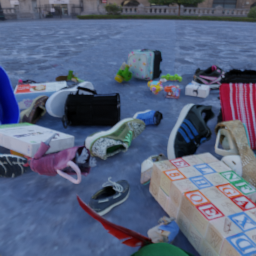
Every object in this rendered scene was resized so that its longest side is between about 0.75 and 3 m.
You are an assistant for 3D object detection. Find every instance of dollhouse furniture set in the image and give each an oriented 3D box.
[{"bbox_3d":[-2.594,-2.600,14.346,0.634,0.486,0.968,5,15,-41],"label":"dollhouse furniture set"}]

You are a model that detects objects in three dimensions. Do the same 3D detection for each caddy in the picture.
[{"bbox_3d":[-4.579,-0.848,8.790,1.418,2.702,1.910,-1,20,40],"label":"caddy"}]

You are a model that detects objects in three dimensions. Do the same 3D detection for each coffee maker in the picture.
[{"bbox_3d":[-1.194,-0.537,9.850,1.872,1.261,1.798,-1,49,2],"label":"coffee maker"}]

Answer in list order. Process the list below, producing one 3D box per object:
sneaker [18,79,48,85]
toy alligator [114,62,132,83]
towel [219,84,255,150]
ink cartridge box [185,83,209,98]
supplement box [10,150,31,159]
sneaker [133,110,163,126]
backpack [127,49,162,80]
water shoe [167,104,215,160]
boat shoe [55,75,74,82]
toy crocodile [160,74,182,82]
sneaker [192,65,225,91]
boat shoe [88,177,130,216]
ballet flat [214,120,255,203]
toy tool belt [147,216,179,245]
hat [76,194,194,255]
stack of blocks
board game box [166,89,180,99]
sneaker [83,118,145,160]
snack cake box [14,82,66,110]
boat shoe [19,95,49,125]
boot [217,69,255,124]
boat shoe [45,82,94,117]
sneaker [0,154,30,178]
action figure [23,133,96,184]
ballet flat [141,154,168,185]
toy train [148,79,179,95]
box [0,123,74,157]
[{"bbox_3d":[-4.548,-2.084,13.477,1.416,0.529,0.571,-9,28,-18],"label":"sneaker"},{"bbox_3d":[-0.125,-2.674,13.848,0.752,0.822,2.772,29,-2,-8],"label":"toy alligator"},{"bbox_3d":[4.297,-0.386,8.607,2.923,2.114,0.329,-1,-11,0],"label":"towel"},{"bbox_3d":[3.192,-1.732,12.906,0.938,0.393,0.680,13,29,25],"label":"ink cartridge box"},{"bbox_3d":[-2.905,0.728,8.009,0.968,0.322,0.333,14,26,24],"label":"supplement box"},{"bbox_3d":[0.740,-0.304,9.887,0.731,0.505,1.315,9,20,35],"label":"sneaker"},{"bbox_3d":[0.747,-3.382,14.919,1.397,1.602,1.823,-17,27,-38],"label":"backpack"},{"bbox_3d":[1.748,0.196,7.573,0.933,0.845,2.365,-4,48,34],"label":"water shoe"},{"bbox_3d":[-3.353,-2.617,14.853,1.011,0.365,0.364,-18,2,-14],"label":"boat shoe"},{"bbox_3d":[2.287,-2.651,14.903,1.139,0.352,0.385,5,27,20],"label":"toy crocodile"},{"bbox_3d":[4.365,-2.467,13.571,2.630,1.135,1.056,-8,29,-17],"label":"sneaker"},{"bbox_3d":[-0.397,1.453,6.282,0.520,0.430,1.389,20,25,33],"label":"boat shoe"},{"bbox_3d":[2.686,0.769,7.039,0.901,0.973,2.759,2,33,5],"label":"ballet flat"},{"bbox_3d":[0.756,1.906,5.262,0.485,0.477,0.777,54,34,11],"label":"toy tool belt"},{"bbox_3d":[0.504,1.795,4.116,1.955,1.721,1.619,-13,26,-31],"label":"hat"},{"bbox_3d":[1.775,1.588,5.575,1.579,0.803,2.743,-6,26,-23],"label":"stack of blocks"},{"bbox_3d":[2.098,-1.611,12.998,0.561,0.106,1.089,5,27,12],"label":"board game box"},{"bbox_3d":[-0.202,0.421,8.249,2.122,0.816,0.940,-26,42,-30],"label":"sneaker"},{"bbox_3d":[-3.632,-1.381,11.839,2.106,0.708,1.211,-6,29,-11],"label":"snack cake box"},{"bbox_3d":[-3.300,-0.639,10.368,0.639,0.641,1.776,6,32,18],"label":"boat shoe"},{"bbox_3d":[4.212,-0.960,9.533,2.412,1.976,0.893,4,29,8],"label":"boot"},{"bbox_3d":[-2.482,-1.211,11.231,0.977,1.031,2.948,0,26,25],"label":"boat shoe"},{"bbox_3d":[-3.399,0.878,7.371,1.655,0.642,0.714,-1,23,-3],"label":"sneaker"},{"bbox_3d":[-1.727,0.915,6.663,1.790,1.199,1.333,-4,31,11],"label":"action figure"},{"bbox_3d":[0.607,0.996,7.108,0.482,0.476,1.417,-37,-7,30],"label":"ballet flat"},{"bbox_3d":[1.571,-1.833,12.989,1.211,0.449,1.613,-7,25,-11],"label":"toy train"},{"bbox_3d":[-2.956,0.286,8.280,2.220,0.403,1.602,15,13,30],"label":"box"}]
